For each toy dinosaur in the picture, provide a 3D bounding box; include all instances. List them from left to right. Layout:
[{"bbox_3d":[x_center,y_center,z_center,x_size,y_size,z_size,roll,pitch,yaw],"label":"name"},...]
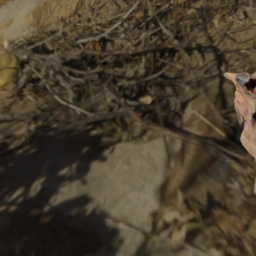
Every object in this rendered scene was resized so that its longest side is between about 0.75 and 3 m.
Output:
[{"bbox_3d":[2.238,0.035,4.445,1.793,2.645,1.135,33,65,22],"label":"toy dinosaur"}]
